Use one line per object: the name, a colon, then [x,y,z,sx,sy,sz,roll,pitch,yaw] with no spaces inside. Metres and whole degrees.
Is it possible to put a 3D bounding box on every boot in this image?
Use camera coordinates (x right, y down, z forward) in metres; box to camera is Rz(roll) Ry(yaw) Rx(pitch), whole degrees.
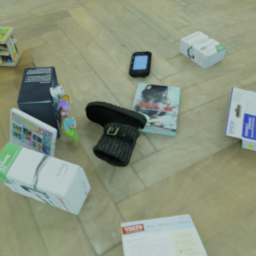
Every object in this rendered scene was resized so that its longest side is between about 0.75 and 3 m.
boot: [-0.844,0.170,10.425,2.781,1.046,2.079,14,62,28]

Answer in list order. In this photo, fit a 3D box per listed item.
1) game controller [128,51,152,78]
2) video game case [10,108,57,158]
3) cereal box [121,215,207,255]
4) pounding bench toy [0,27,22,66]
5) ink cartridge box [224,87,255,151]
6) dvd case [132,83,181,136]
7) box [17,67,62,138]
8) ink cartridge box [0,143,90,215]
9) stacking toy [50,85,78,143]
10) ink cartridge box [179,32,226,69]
game controller: [0.609,-3.141,13.754,1.041,0.420,1.995,5,48,4]
video game case: [-3.253,0.408,9.467,1.815,1.652,0.215,25,31,17]
cereal box: [0.995,3.560,7.114,2.117,0.582,2.943,-5,28,-5]
pounding bench toy: [-6.479,-3.907,13.666,1.998,1.559,1.241,3,49,3]
ink cartridge box: [5.357,-0.240,11.074,2.864,0.673,2.830,14,52,14]
dvd case: [1.159,-0.863,11.821,1.958,0.295,2.682,9,51,8]
box: [-3.282,-0.937,10.750,1.192,1.997,2.031,-4,49,-4]
ink cartridge box: [-2.572,1.586,8.565,2.450,1.788,1.030,16,60,14]
stacking toy: [-2.178,-0.486,10.091,0.450,1.443,1.913,-19,80,-3]
ink cartridge box: [3.743,-3.981,14.232,1.380,0.797,1.889,-28,54,-23]
